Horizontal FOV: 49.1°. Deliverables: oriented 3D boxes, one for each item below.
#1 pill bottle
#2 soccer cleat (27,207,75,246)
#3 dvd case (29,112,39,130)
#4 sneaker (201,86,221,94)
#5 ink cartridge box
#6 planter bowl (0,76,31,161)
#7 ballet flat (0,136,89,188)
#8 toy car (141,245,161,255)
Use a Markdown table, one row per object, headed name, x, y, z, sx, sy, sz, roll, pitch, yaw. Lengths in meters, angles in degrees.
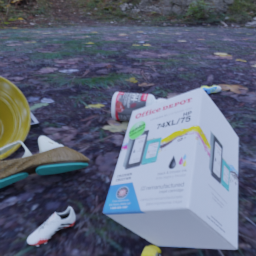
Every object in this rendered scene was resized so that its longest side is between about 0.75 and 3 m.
| name | x | y | z | sx | sy | sz | roll | pitch | yaw |
| --- | --- | --- | --- | --- | --- | --- | --- | --- | --- |
| pill bottle | 0.415 | -0.746 | 10.507 | 1.936 | 1.072 | 1.072 | 5 | 25 | 12 |
| soccer cleat | -1.507 | 1.922 | 5.527 | 1.034 | 0.441 | 0.355 | -19 | 31 | -36 |
| dvd case | -4.369 | -0.146 | 10.224 | 1.886 | 0.233 | 1.418 | -15 | 29 | -28 |
| sneaker | 4.034 | -1.794 | 13.701 | 0.985 | 0.373 | 0.517 | -1 | 36 | 15 |
| ink cartridge box | 0.896 | 0.774 | 5.042 | 1.616 | 1.608 | 2.203 | -17 | 43 | 38 |
| planter bowl | -4.499 | -0.139 | 8.313 | 2.952 | 2.952 | 1.230 | -16 | -14 | -30 |
| ballet flat | -2.470 | 0.799 | 7.076 | 2.896 | 1.048 | 0.982 | -13 | -17 | -17 |
| toy car | 0.109 | 2.397 | 4.690 | 1.069 | 0.253 | 1.136 | -3 | 22 | -3 |
